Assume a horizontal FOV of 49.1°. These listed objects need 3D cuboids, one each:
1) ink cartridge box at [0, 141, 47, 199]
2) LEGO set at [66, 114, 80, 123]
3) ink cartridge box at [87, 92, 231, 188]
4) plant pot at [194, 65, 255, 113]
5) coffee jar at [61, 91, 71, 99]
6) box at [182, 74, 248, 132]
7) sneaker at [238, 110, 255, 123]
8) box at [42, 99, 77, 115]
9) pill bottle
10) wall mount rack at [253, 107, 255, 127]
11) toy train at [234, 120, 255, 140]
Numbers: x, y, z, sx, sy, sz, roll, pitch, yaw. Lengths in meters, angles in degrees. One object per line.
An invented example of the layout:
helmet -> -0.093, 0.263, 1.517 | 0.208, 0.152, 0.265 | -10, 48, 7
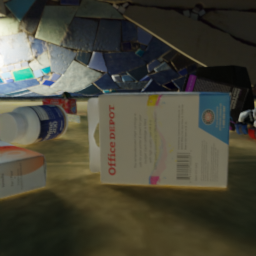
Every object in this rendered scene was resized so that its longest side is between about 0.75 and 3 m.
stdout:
ink cartridge box -> -2.309, 0.567, 3.500 | 1.997, 0.501, 1.620 | -4, 8, -44
LEGO set -> -2.605, -0.313, 9.604 | 1.879, 0.461, 1.403 | 9, -7, -8
ink cartridge box -> 0.395, 0.081, 4.170 | 1.915, 1.231, 1.199 | 1, 8, 8
plant pot -> 4.428, -1.758, 13.395 | 2.599, 2.306, 2.593 | 6, 9, 41
coffee jar -> -3.518, -1.625, 16.337 | 0.433, 1.014, 0.529 | -37, -32, 19
box -> 2.483, -0.759, 8.447 | 1.849, 1.322, 0.334 | 16, 10, 9
sneaker -> 3.792, -0.239, 9.083 | 0.683, 0.633, 1.685 | -8, -1, 32
box -> -3.314, -1.024, 13.554 | 1.567, 0.781, 0.748 | 4, 9, 24
pill bottle -> -2.227, -0.087, 6.601 | 0.883, 0.883, 1.592 | 4, 8, 25
wall mount rack -> 3.170, -0.201, 5.666 | 0.979, 0.420, 1.127 | 31, -20, -5
toy train -> 3.331, 0.122, 7.065 | 0.505, 0.376, 2.204 | -19, 11, -5
